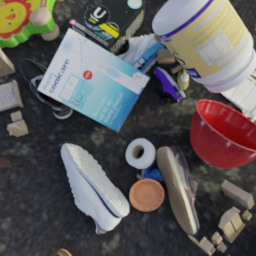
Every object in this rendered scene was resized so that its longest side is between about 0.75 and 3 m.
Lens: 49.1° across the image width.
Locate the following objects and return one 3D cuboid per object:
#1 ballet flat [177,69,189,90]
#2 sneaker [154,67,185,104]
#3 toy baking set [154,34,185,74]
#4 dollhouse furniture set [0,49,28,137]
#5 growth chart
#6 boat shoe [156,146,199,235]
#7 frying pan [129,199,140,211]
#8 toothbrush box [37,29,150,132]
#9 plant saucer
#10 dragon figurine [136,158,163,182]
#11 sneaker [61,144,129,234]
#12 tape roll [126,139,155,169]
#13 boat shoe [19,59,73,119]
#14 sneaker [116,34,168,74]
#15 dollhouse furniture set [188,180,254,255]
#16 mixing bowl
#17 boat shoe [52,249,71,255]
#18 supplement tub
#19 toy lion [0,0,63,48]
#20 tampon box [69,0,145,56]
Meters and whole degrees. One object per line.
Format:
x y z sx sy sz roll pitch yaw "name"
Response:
1.938 -1.894 9.652 0.408 0.408 1.153 7 76 2 "ballet flat"
1.212 -1.389 9.472 0.718 0.502 1.444 -40 73 4 "sneaker"
1.917 -2.847 8.840 2.374 0.276 1.822 -24 117 8 "toy baking set"
-4.276 -0.980 9.014 1.361 1.163 2.626 -18 76 -5 "dollhouse furniture set"
3.899 -1.418 9.626 1.658 0.203 2.291 -40 79 -10 "growth chart"
1.655 1.785 8.392 0.865 0.960 2.668 -15 78 -22 "boat shoe"
0.363 1.932 8.714 0.788 0.212 1.303 -6 64 -14 "frying pan"
-1.012 -1.385 8.335 2.619 1.117 1.918 29 98 -14 "toothbrush box"
0.543 1.973 8.300 1.028 0.192 1.028 -1 104 -3 "plant saucer"
0.788 1.564 8.677 0.785 0.464 1.578 -30 76 -14 "dragon figurine"
-1.279 1.737 8.400 1.176 1.116 2.921 -46 68 19 "sneaker"
0.384 0.803 8.735 0.920 0.322 0.920 -19 56 30 "tape roll"
-2.780 -1.444 9.309 0.908 0.855 2.527 -40 78 -7 "boat shoe"
0.688 -2.863 9.609 2.852 1.069 1.236 -40 73 -10 "sneaker"
2.734 2.743 8.267 2.005 1.039 0.888 -46 42 -13 "dollhouse furniture set"
2.780 0.354 8.353 2.379 2.379 1.288 30 121 7 "mixing bowl"
-1.711 4.432 7.747 0.702 0.701 1.993 -31 74 22 "boat shoe"
2.184 -2.483 7.823 2.684 1.951 1.951 44 77 -24 "supplement tub"
-3.768 -4.130 9.967 2.714 0.972 2.831 0 67 12 "toy lion"
-0.656 -3.553 9.602 1.579 1.330 2.107 35 78 8 "tampon box"
